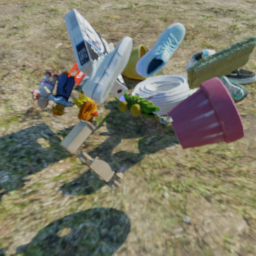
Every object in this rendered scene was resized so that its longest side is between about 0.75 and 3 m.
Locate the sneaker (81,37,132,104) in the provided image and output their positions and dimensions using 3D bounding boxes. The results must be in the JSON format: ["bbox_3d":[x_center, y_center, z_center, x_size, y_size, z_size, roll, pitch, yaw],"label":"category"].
[{"bbox_3d":[-0.629,-1.808,8.169,0.792,0.817,2.237,26,74,11],"label":"sneaker"}]

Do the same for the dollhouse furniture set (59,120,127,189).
[{"bbox_3d":[-0.668,0.791,7.260,0.854,1.929,1.000,-51,31,-15],"label":"dollhouse furniture set"}]

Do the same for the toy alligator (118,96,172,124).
[{"bbox_3d":[0.329,-0.441,5.781,0.493,0.357,1.487,-20,28,-40],"label":"toy alligator"}]

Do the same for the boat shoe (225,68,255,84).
[{"bbox_3d":[5.524,-2.943,14.850,2.626,0.836,0.929,4,40,5],"label":"boat shoe"}]

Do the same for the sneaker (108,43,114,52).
[{"bbox_3d":[-1.595,-4.538,16.862,0.847,0.804,2.104,1,24,24],"label":"sneaker"}]

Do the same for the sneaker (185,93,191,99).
[{"bbox_3d":[3.040,-0.922,11.777,1.048,1.644,2.846,19,42,22],"label":"sneaker"}]

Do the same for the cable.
[{"bbox_3d":[1.636,-1.535,12.595,2.860,0.990,2.860,-3,28,15],"label":"cable"}]

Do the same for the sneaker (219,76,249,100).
[{"bbox_3d":[5.191,-2.002,13.978,0.871,0.741,1.910,-4,41,-30],"label":"sneaker"}]

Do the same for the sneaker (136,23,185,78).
[{"bbox_3d":[1.483,-3.038,11.432,0.976,2.639,1.081,32,15,-33],"label":"sneaker"}]

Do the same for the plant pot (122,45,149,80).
[{"bbox_3d":[0.300,-3.356,14.872,1.273,1.794,1.794,-8,36,21],"label":"plant pot"}]

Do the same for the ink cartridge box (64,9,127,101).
[{"bbox_3d":[-0.960,-2.464,10.141,0.614,2.828,2.802,-32,56,17],"label":"ink cartridge box"}]

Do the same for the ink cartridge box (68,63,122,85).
[{"bbox_3d":[-1.850,-3.136,15.216,2.998,0.855,2.436,11,41,7],"label":"ink cartridge box"}]

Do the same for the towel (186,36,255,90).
[{"bbox_3d":[3.164,-2.197,9.729,2.475,1.836,0.452,-26,75,5],"label":"towel"}]

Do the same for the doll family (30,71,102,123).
[{"bbox_3d":[-1.804,-0.946,8.853,2.396,1.079,1.487,18,64,-22],"label":"doll family"}]

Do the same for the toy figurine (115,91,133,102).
[{"bbox_3d":[-0.041,-1.520,13.475,0.918,0.689,0.845,4,18,45],"label":"toy figurine"}]

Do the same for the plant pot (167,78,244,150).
[{"bbox_3d":[2.056,-0.238,7.835,1.635,1.826,1.826,-25,39,10],"label":"plant pot"}]

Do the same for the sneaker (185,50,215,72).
[{"bbox_3d":[2.603,-2.554,10.674,0.611,1.514,0.579,1,75,-26],"label":"sneaker"}]
